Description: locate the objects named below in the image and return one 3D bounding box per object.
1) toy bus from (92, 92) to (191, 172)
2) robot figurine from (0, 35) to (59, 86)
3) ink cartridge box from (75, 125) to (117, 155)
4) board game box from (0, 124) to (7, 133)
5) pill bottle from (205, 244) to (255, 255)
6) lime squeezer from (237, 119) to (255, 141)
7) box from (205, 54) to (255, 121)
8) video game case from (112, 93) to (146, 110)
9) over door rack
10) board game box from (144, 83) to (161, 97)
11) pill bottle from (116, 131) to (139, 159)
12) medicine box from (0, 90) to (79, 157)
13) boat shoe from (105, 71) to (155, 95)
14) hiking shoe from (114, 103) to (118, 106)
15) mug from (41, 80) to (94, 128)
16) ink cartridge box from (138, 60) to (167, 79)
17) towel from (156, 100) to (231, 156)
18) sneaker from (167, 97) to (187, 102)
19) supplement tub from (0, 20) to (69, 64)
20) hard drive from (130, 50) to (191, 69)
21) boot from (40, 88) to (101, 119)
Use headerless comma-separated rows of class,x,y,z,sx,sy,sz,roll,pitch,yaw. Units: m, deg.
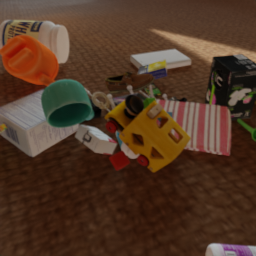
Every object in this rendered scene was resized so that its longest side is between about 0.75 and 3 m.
toy bus,0.499,-0.122,8.032,2.692,1.391,2.540,8,59,-28
robot figurine,-3.919,-2.726,11.446,2.090,1.694,2.906,15,0,9
ink cartridge box,-1.018,0.369,8.785,1.093,0.456,0.794,32,10,38
board game box,-4.200,0.383,7.921,0.716,0.225,1.500,-27,13,34
pill bottle,2.383,2.744,5.303,1.662,0.933,0.933,3,35,3
lime squeezer,4.580,0.257,9.246,0.884,0.472,2.503,-27,43,-33
box,3.822,-1.475,10.330,1.247,2.006,1.490,-7,36,-10
video game case,0.203,-0.865,9.998,1.399,0.999,0.133,-4,62,49
over door rack,-0.230,-1.352,11.070,2.199,0.991,2.976,-27,43,-35
board game box,1.018,-1.686,12.288,0.550,0.123,1.050,-6,36,-12
pill bottle,0.035,0.435,8.807,0.653,0.653,1.179,-8,37,-11
medicine box,-3.017,-0.256,9.434,1.852,1.047,2.034,25,41,31
boat shoe,0.002,-1.824,10.938,2.040,0.693,0.734,-11,34,26
hiking shoe,-0.201,-1.028,11.240,0.836,0.311,0.362,4,26,-11
mug,-1.854,-0.724,8.417,1.366,1.663,1.028,-21,68,-7
ink cartridge box,1.100,-2.591,12.784,1.332,0.317,1.347,-12,30,15
towel,2.066,-0.048,9.476,2.675,0.400,1.957,8,51,11
sneaker,1.603,-0.866,10.627,1.477,0.668,0.491,-9,33,-12
supplement tub,-4.694,-4.267,14.150,2.966,2.151,2.151,4,35,6
hard drive,1.683,-3.556,14.734,2.686,0.353,1.771,-13,37,-18
boot,-2.316,-0.866,10.693,1.821,0.725,2.209,-26,47,-29
